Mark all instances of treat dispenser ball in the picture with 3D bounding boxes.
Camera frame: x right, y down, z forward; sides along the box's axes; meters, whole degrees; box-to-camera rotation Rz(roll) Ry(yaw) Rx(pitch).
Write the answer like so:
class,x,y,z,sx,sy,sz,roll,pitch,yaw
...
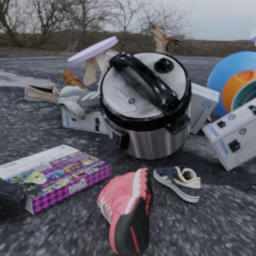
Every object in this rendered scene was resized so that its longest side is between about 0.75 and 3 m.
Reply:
class,x,y,z,sx,sy,sz,roll,pitch,yaw
treat dispenser ball,4.860,-1.647,11.779,2.993,2.993,2.993,0,19,0

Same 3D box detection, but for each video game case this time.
class,x,y,z,sx,sy,sz,roll,pitch,yaw
video game case,-1.998,1.173,7.284,2.128,0.420,2.348,14,23,39

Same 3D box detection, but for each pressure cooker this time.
class,x,y,z,sx,sy,sz,roll,pitch,yaw
pressure cooker,0.514,-0.736,8.013,2.577,2.930,2.617,5,60,12

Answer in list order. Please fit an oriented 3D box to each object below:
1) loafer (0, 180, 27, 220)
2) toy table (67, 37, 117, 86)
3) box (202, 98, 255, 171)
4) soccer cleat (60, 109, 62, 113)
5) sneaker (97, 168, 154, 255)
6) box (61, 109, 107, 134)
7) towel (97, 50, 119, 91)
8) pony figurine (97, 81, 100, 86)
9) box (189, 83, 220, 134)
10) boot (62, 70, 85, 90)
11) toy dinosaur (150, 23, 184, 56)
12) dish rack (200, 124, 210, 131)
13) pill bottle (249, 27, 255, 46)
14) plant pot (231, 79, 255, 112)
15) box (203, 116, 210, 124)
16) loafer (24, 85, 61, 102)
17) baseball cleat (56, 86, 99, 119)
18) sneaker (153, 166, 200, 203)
class,x,y,z,sx,sy,sz,roll,pitch,yaw
loafer,-3.351,1.257,6.131,2.896,0.983,1.017,4,29,22
toy table,-1.549,-3.417,14.618,2.718,1.592,2.498,-23,24,10
box,3.339,0.061,7.614,2.228,1.300,0.670,-31,31,8
soccer cleat,-2.793,-0.943,13.608,0.471,0.392,1.162,-13,5,37
sneaker,-0.139,1.643,5.569,1.105,0.939,2.547,-9,12,12
box,-1.119,-0.458,11.522,2.801,0.842,1.634,8,20,24
towel,0.174,-1.766,11.941,2.830,2.703,0.456,15,43,-5
pony figurine,-0.722,-1.551,14.375,1.731,1.493,1.793,3,30,-21
box,1.630,-0.909,10.049,2.570,2.004,0.529,20,55,1
boot,-2.894,-2.190,14.912,0.860,1.741,2.242,-38,12,-3
toy dinosaur,1.438,-2.303,10.411,1.182,2.754,1.866,7,51,18
dish rack,3.498,0.016,10.691,1.319,0.287,1.132,-6,10,-16
pill bottle,5.904,-3.615,11.709,1.532,0.917,0.917,30,15,-12
plant pot,4.638,-0.486,9.272,1.701,1.737,1.737,30,1,-33
box,2.695,-0.978,10.938,0.289,1.535,1.048,-25,42,31
loafer,-3.391,-1.504,12.119,2.051,0.645,0.737,-1,28,-22
baseball cleat,-1.349,-0.851,10.660,2.703,0.943,1.439,6,53,9
sneaker,1.215,1.193,6.862,0.604,0.611,1.539,6,12,-33
